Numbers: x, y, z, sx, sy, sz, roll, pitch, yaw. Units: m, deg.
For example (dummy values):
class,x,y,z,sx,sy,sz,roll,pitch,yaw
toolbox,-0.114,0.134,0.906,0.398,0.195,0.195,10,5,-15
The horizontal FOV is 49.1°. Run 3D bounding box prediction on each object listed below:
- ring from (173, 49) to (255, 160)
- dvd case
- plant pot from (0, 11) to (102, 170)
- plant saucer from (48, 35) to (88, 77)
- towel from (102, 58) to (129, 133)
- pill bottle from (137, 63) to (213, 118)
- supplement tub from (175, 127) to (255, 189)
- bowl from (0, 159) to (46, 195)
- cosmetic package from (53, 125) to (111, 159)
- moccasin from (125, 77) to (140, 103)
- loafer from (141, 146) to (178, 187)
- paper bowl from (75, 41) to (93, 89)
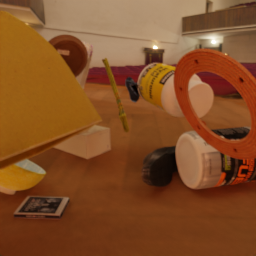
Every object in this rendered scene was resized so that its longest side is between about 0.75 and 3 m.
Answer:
class,x,y,z,sx,sy,sz,roll,pitch,yaw
ring,1.969,-0.481,6.069,0.255,2.656,2.656,-34,28,-19
dvd case,-2.150,2.002,7.072,1.144,0.141,0.860,1,15,3
plant pot,-2.671,-0.586,5.194,2.633,2.694,2.616,-25,0,39
plant saucer,-1.552,-1.725,7.000,1.165,1.165,0.172,-7,33,-24
towel,-0.446,-1.140,9.689,0.234,1.114,2.589,-16,61,-2
pill bottle,1.613,-1.304,9.872,1.593,1.593,2.862,-7,23,-24
supplement tub,2.962,0.840,8.365,2.738,1.677,1.677,-5,16,-15
bowl,-3.261,1.301,7.794,1.663,0.895,1.663,26,-6,3
cosmetic package,-2.122,0.372,11.424,2.644,0.966,1.369,11,19,37
moccasin,0.212,-1.314,9.285,0.427,0.362,1.061,7,51,-37
loafer,0.914,1.181,8.753,0.986,0.993,2.729,-2,4,26
paper bowl,-2.285,-1.647,9.591,1.514,2.912,2.912,18,14,-8
